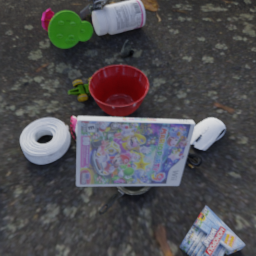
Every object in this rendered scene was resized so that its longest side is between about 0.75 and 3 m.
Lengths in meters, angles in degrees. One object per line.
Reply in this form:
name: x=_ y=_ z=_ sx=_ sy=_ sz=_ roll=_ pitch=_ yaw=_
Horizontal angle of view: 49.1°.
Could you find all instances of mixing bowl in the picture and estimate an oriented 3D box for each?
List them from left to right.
mixing bowl: x=-0.352 y=-1.321 z=11.418 sx=2.355 sy=1.275 sz=2.355 roll=-1 pitch=52 yaw=1

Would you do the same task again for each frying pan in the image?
frying pan: x=0.063 y=2.032 z=9.369 sx=1.405 sy=0.378 sz=2.322 roll=13 pitch=55 yaw=11

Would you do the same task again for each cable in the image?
cable: x=-3.069 y=0.457 z=10.429 sx=1.808 sy=0.626 sz=1.808 roll=-13 pitch=53 yaw=-10

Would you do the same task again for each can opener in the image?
can opener: x=-1.895 y=-6.552 z=14.735 sx=0.798 sy=1.000 sz=2.992 roll=-28 pitch=18 yaw=-20

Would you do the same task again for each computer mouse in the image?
computer mouse: x=2.741 y=0.322 z=10.571 sx=1.440 sy=0.576 sz=2.626 roll=37 pitch=61 yaw=27

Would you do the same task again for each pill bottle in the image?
pill bottle: x=-0.515 y=-5.804 z=14.821 sx=2.561 sy=1.452 sz=1.452 roll=-19 pitch=54 yaw=-15

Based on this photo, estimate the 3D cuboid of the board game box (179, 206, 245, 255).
board game box: x=2.546 y=3.352 z=8.268 sx=1.476 sy=0.455 sz=1.476 roll=31 pitch=58 yaw=23

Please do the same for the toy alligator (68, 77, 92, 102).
toy alligator: x=-1.388 y=-1.727 z=12.198 sx=2.603 sy=0.625 sz=0.863 roll=-15 pitch=80 yaw=-22

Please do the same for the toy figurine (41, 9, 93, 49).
toy figurine: x=-3.455 y=-5.422 z=14.640 sx=2.464 sy=1.850 sz=2.268 roll=-12 pitch=40 yaw=-37

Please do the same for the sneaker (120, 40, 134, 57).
sneaker: x=0.046 y=-3.944 z=14.035 sx=0.638 sy=0.426 sz=1.115 roll=12 pitch=56 yaw=7

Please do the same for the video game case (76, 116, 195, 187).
video game case: x=0.103 y=0.563 z=5.982 sx=2.370 sy=1.697 sz=0.213 roll=1 pitch=31 yaw=-10

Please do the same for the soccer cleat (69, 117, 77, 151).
soccer cleat: x=-1.770 y=0.251 z=10.712 sx=0.724 sy=0.586 sz=1.677 roll=-5 pitch=53 yaw=-24
